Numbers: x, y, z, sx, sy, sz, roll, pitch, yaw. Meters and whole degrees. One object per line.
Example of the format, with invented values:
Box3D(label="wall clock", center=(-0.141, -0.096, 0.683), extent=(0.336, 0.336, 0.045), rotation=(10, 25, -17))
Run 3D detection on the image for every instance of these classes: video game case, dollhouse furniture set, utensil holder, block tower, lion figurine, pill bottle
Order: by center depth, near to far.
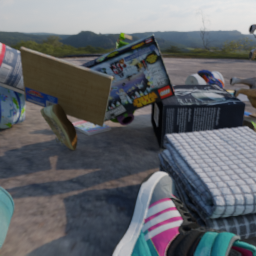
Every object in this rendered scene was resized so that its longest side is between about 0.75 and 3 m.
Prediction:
Box3D(label="lion figurine", center=(3.772, -1.535, 7.443), extent=(1.653, 2.699, 0.978), rotation=(5, 45, -3))
Box3D(label="pill bottle", center=(-3.269, -1.663, 8.633), extent=(1.992, 1.191, 1.191), rotation=(20, 3, -37))
Box3D(label="block tower", center=(4.586, -0.092, 8.693), extent=(2.810, 0.812, 0.759), rotation=(-8, 20, -25))
Box3D(label="dollhouse furniture set", center=(-0.200, -2.617, 9.428), extent=(0.473, 0.942, 0.617), rotation=(14, 50, -16))
Box3D(label="video game case", center=(-1.310, -0.045, 9.602), extent=(0.900, 0.110, 1.259), rotation=(-14, 24, -37))
Box3D(label="utensil holder", center=(3.779, -2.103, 13.989), extent=(1.502, 1.277, 1.277), rotation=(-11, 21, -23))

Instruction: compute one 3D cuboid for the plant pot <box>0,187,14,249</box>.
Box3D(label="plant pot", center=(-2.187, 1.468, 3.715), extent=(1.153, 1.153, 1.083), rotation=(-4, 33, -12))

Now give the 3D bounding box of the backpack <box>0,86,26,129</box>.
Box3D(label="backpack", center=(-4.572, -1.002, 9.683), extent=(1.954, 2.073, 2.541), rotation=(7, 21, -24))

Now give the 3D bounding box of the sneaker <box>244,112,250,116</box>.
Box3D(label="sneaker", center=(3.572, -0.626, 10.215), extent=(2.064, 0.809, 0.680), rotation=(10, 19, 30))

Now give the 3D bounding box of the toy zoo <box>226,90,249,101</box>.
Box3D(label="toy zoo", center=(3.424, -1.328, 11.090), extent=(2.982, 0.305, 1.957), rotation=(-2, 12, -23))

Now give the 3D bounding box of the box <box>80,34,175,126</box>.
Box3D(label="box", center=(-0.169, -1.160, 7.310), extent=(2.421, 1.657, 0.483), rotation=(-21, 38, 11))

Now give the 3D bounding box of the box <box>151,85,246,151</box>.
Box3D(label="box", center=(1.950, -0.413, 8.562), extent=(2.242, 1.413, 2.281), rotation=(0, 22, -3))

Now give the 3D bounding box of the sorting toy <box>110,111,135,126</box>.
Box3D(label="sorting toy", center=(0.092, -0.656, 8.833), extent=(1.232, 2.050, 0.841), rotation=(-1, 48, -39))

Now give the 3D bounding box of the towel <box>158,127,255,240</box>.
Box3D(label="towel", center=(1.872, 0.938, 5.249), extent=(2.118, 1.095, 2.558), rotation=(-5, 21, -11))

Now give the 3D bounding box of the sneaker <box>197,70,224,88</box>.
Box3D(label="sneaker", center=(2.985, -1.728, 10.233), extent=(1.082, 0.407, 0.424), rotation=(37, 65, 9))

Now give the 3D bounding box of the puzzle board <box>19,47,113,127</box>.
Box3D(label="puzzle board", center=(-1.557, -0.966, 6.982), extent=(2.231, 1.681, 0.194), rotation=(19, 48, 2))

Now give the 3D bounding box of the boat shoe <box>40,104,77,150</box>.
Box3D(label="boat shoe", center=(-1.787, 0.004, 7.460), extent=(0.475, 1.515, 0.555), rotation=(-8, 39, 13))

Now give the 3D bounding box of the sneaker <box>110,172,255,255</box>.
Box3D(label="sneaker", center=(0.773, 1.435, 3.599), extent=(1.558, 1.079, 2.581), rotation=(2, 25, 18))

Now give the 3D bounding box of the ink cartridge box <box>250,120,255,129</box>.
Box3D(label="ink cartridge box", center=(3.744, 0.083, 7.340), extent=(0.931, 0.352, 0.688), rotation=(35, 26, -9))
